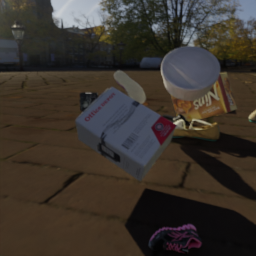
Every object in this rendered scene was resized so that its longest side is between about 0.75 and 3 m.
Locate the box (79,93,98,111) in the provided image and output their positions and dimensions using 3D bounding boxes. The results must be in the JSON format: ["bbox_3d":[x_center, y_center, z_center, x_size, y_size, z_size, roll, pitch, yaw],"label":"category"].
[{"bbox_3d":[-1.937,-1.307,13.891,0.854,0.840,0.530,0,15,1],"label":"box"}]

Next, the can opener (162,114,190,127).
[{"bbox_3d":[1.703,-0.251,10.836,0.505,0.626,1.594,-43,27,-18],"label":"can opener"}]

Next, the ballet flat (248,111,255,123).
[{"bbox_3d":[6.222,-0.751,11.568,2.516,0.947,0.853,-1,19,-4],"label":"ballet flat"}]

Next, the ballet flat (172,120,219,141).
[{"bbox_3d":[1.989,0.014,9.307,2.018,0.636,0.693,4,15,16],"label":"ballet flat"}]

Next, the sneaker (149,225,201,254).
[{"bbox_3d":[0.689,1.626,3.978,0.789,0.312,0.376,-6,27,-18],"label":"sneaker"}]

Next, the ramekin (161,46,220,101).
[{"bbox_3d":[1.733,-1.494,8.016,1.618,1.618,0.753,1,-29,3],"label":"ramekin"}]

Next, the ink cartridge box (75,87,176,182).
[{"bbox_3d":[-0.069,0.090,6.281,1.813,0.756,1.317,32,59,17],"label":"ink cartridge box"}]

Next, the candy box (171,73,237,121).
[{"bbox_3d":[2.680,-1.036,10.310,0.638,1.333,2.309,-18,2,-35],"label":"candy box"}]

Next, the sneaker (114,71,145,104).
[{"bbox_3d":[0.070,-1.571,10.825,0.563,1.553,0.885,-40,6,-1],"label":"sneaker"}]
